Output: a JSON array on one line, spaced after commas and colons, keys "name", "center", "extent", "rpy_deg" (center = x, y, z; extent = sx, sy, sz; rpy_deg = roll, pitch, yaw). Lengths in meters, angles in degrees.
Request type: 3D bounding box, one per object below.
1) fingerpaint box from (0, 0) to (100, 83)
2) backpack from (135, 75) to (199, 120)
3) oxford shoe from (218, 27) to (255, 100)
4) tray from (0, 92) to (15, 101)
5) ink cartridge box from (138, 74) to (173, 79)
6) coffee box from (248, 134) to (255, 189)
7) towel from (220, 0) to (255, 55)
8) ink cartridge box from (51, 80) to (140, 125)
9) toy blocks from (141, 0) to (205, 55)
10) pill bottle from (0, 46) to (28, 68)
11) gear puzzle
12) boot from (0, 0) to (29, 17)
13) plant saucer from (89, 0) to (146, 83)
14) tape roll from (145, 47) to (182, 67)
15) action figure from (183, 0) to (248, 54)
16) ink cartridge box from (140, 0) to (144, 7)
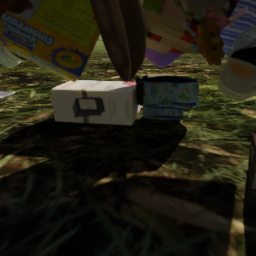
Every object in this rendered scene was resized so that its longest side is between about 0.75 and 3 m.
[{"name": "fingerpaint box", "center": [-2.147, -2.902, 7.315], "extent": [2.844, 2.373, 1.043], "rpy_deg": [24, -6, -17]}, {"name": "backpack", "center": [1.226, -0.949, 8.567], "extent": [1.798, 1.321, 1.645], "rpy_deg": [0, 13, 11]}, {"name": "oxford shoe", "center": [2.759, -1.661, 6.122], "extent": [1.066, 0.819, 2.836], "rpy_deg": [26, 49, 17]}, {"name": "tray", "center": [-5.381, -1.143, 10.973], "extent": [1.045, 0.216, 1.946], "rpy_deg": [3, 18, 8]}, {"name": "ink cartridge box", "center": [1.378, -1.997, 12.716], "extent": [1.597, 0.728, 1.939], "rpy_deg": [-3, 19, -5]}, {"name": "coffee box", "center": [3.030, 0.658, 4.768], "extent": [1.730, 0.690, 0.990], "rpy_deg": [6, 19, 18]}, {"name": "towel", "center": [2.744, -3.221, 7.739], "extent": [0.337, 2.823, 2.044], "rpy_deg": [-41, 51, -21]}, {"name": "ink cartridge box", "center": [-0.912, -0.853, 8.795], "extent": [2.404, 1.014, 1.740], "rpy_deg": [3, 19, 9]}, {"name": "toy blocks", "center": [1.230, -2.511, 7.046], "extent": [1.997, 1.460, 2.921], "rpy_deg": [21, -3, -4]}, {"name": "pill bottle", "center": [-3.372, -2.939, 9.208], "extent": [2.124, 1.210, 1.210], "rpy_deg": [-26, 9, 21]}, {"name": "gear puzzle", "center": [0.915, -2.321, 4.198], "extent": [0.379, 2.895, 1.499], "rpy_deg": [-11, 12, 46]}, {"name": "boot", "center": [-2.583, -1.865, 5.253], "extent": [0.856, 2.500, 2.354], "rpy_deg": [14, -4, -16]}, {"name": "plant saucer", "center": [-0.280, -2.325, 5.453], "extent": [0.494, 2.867, 2.867], "rpy_deg": [-21, 22, -8]}, {"name": "tape roll", "center": [1.004, -3.337, 9.610], "extent": [0.993, 2.336, 2.336], "rpy_deg": [-34, -3, 34]}, {"name": "action figure", "center": [1.833, -2.099, 5.835], "extent": [0.985, 1.470, 1.095], "rpy_deg": [-33, 61, -26]}, {"name": "ink cartridge box", "center": [0.187, -3.950, 7.984], "extent": [2.580, 1.406, 0.650], "rpy_deg": [43, 31, 7]}]
